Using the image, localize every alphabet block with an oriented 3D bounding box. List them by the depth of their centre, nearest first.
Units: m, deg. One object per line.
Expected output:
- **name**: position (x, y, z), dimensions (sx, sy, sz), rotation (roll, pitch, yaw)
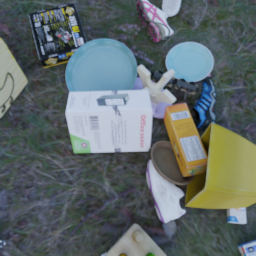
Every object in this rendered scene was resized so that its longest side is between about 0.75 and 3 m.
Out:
- **alphabet block**: position (-6.124, -1.863, 10.372), dimensions (2.923, 2.907, 2.976), rotation (26, 70, 8)

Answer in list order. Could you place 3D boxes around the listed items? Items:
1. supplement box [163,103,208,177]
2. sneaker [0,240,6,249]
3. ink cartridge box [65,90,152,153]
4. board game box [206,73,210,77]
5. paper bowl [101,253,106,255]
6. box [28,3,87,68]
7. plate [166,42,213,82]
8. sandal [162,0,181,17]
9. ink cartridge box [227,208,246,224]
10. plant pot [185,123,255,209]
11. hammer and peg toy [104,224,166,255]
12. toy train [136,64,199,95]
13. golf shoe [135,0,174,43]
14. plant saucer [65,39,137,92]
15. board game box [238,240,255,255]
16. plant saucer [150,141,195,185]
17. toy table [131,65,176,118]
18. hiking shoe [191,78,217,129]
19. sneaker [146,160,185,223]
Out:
- **supplement box**: position (2.030, 0.393, 10.106), dimensions (0.893, 0.864, 2.596), rotation (-8, 57, -5)
- **sneaker**: position (-4.419, 4.063, 9.060), dimensions (0.953, 0.585, 1.465), rotation (-22, 58, 0)
- **ink cartridge box**: position (-0.625, -0.187, 9.976), dimensions (2.800, 2.037, 1.176), rotation (-2, 44, -2)
- **board game box**: position (3.297, -2.564, 12.173), dimensions (0.406, 0.077, 0.789), rotation (-4, 67, 0)
- **paper bowl**: position (-0.454, 4.682, 8.673), dimensions (1.538, 0.800, 1.538), rotation (-1, 66, 1)
- **box**: position (-3.095, -4.179, 12.551), dimensions (2.175, 0.672, 2.724), rotation (-17, 68, -9)
- **plate**: position (2.638, -2.804, 12.101), dimensions (2.016, 0.258, 2.016), rotation (-3, 68, 6)
- **sandal**: position (2.312, -6.560, 13.607), dimensions (1.133, 0.684, 2.784), rotation (19, 80, 24)
- **ink cartridge box**: position (3.754, 2.816, 9.742), dimensions (0.552, 0.319, 0.950), rotation (5, 66, 2)
- **plant pot**: position (3.239, 1.494, 9.202), dimensions (1.974, 2.239, 2.238), rotation (14, 61, 3)
- **hammer and peg toy**: position (0.479, 4.652, 8.167), dimensions (2.167, 1.039, 2.947), rotation (-41, 87, -20)
- **toy train**: position (1.524, -1.988, 11.618), dimensions (2.914, 0.667, 0.497), rotation (21, 84, 12)
- **golf shoe**: position (1.173, -5.053, 12.847), dimensions (1.124, 0.886, 2.440), rotation (-24, 78, -14)
- **plant saucer**: position (-1.089, -2.215, 11.542), dimensions (2.984, 0.409, 2.984), rotation (-2, 78, 7)
- **board game box**: position (4.683, 4.401, 8.985), dimensions (1.684, 0.471, 1.649), rotation (-14, 68, -6)
- **plant saucer**: position (1.558, 1.255, 9.964), dimensions (1.847, 0.272, 1.847), rotation (20, 42, -19)
- **toy table**: position (0.952, -1.454, 10.988), dimensions (2.100, 1.230, 1.930), rotation (36, 64, 10)
- **hiking shoe**: position (2.945, -0.964, 10.956), dimensions (0.900, 0.772, 2.076), rotation (1, 78, 1)
- **sneaker**: position (1.292, 2.117, 9.797), dimensions (1.089, 0.819, 2.186), rotation (-16, 73, -6)
